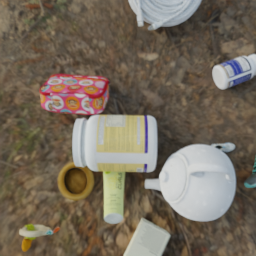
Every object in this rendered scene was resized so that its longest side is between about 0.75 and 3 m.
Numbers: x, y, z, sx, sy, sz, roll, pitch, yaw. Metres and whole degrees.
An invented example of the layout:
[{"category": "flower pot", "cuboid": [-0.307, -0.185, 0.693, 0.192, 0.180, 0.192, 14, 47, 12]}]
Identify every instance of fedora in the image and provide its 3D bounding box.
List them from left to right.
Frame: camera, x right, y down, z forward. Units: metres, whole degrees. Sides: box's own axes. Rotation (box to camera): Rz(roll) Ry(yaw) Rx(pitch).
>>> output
[{"category": "fedora", "cuboid": [-1.619, 1.699, 8.878, 1.216, 0.496, 1.216, -1, 72, 3]}]

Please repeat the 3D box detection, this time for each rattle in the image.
[{"category": "rattle", "cuboid": [-2.620, 3.309, 8.293, 1.164, 0.758, 0.832, 3, 73, 9]}]

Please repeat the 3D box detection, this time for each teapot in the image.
[{"category": "teapot", "cuboid": [1.707, 1.462, 7.856, 1.715, 2.317, 2.348, 13, 112, -22]}]

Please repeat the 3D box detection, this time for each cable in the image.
[{"category": "cable", "cuboid": [1.274, -4.882, 9.573, 2.716, 0.940, 2.716, -16, 105, -6]}]

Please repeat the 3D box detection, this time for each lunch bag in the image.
[{"category": "lunch bag", "cuboid": [-1.628, -1.160, 8.977, 2.027, 1.785, 0.830, 5, 121, 5]}]

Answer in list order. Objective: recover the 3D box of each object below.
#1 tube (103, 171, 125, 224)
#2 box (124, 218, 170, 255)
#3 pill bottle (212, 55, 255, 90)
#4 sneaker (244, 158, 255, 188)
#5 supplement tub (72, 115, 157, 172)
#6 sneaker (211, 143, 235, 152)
[{"category": "tube", "cuboid": [-0.443, 1.831, 8.438, 0.599, 2.063, 0.536, 32, 122, -25]}, {"category": "box", "cuboid": [0.305, 3.956, 8.239, 0.956, 0.796, 2.327, 28, 80, 5]}, {"category": "pill bottle", "cuboid": [3.690, -1.917, 9.463, 1.454, 0.841, 0.841, -20, 79, -5]}, {"category": "sneaker", "cuboid": [4.300, 1.156, 8.903, 1.932, 0.750, 0.881, -33, 78, -17]}, {"category": "supplement tub", "cuboid": [-0.370, 0.468, 8.506, 2.368, 1.721, 1.721, 1, 78, 0]}, {"category": "sneaker", "cuboid": [3.129, 0.652, 9.173, 0.798, 0.346, 0.299, -5, 82, -2]}]
